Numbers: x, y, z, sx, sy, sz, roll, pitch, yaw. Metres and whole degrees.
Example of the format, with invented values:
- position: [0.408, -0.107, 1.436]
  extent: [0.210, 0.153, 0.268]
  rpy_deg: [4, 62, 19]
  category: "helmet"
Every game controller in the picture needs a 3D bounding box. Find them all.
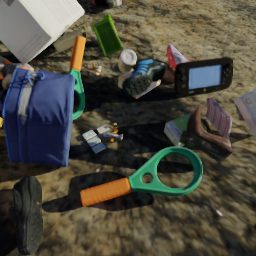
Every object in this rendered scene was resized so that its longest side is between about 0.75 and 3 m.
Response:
- position: [2.442, -1.655, 9.025]
  extent: [2.065, 1.077, 0.435]
  rpy_deg: [-10, 16, -13]
  category: "game controller"

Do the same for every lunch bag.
- position: [-2.145, -0.254, 6.629]
  extent: [1.590, 2.404, 1.633]
  rpy_deg: [5, 45, -10]
  category: "lunch bag"

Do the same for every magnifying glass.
- position: [-1.601, -1.437, 8.193]
  extent: [0.970, 2.437, 0.273]
  rpy_deg: [9, 0, -38]
  category: "magnifying glass"
- position: [0.322, 1.223, 6.492]
  extent: [2.882, 0.323, 1.147]
  rpy_deg: [-17, 61, -3]
  category: "magnifying glass"

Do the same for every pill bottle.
- position: [-0.045, -2.113, 9.071]
  extent: [0.521, 0.936, 0.521]
  rpy_deg: [1, 81, -8]
  category: "pill bottle"

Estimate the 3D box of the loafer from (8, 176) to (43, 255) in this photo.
- position: [-2.210, 1.843, 5.970]
  extent: [0.649, 0.628, 1.850]
  rpy_deg: [-19, 42, -2]
  category: "loafer"

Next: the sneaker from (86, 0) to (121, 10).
- position: [-1.644, -6.496, 13.783]
  extent: [2.518, 1.012, 1.087]
  rpy_deg: [21, 51, 20]
  category: "sneaker"

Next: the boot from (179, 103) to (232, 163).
- position: [2.099, 0.120, 7.128]
  extent: [1.291, 0.415, 1.203]
  rpy_deg: [24, 89, 11]
  category: "boot"

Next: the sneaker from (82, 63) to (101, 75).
- position: [-1.272, -2.147, 9.917]
  extent: [0.808, 0.364, 0.303]
  rpy_deg: [29, 9, 27]
  category: "sneaker"

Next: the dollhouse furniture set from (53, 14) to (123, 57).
- position: [-1.569, -3.348, 11.054]
  extent: [2.401, 1.205, 1.573]
  rpy_deg: [-22, 28, 6]
  category: "dollhouse furniture set"

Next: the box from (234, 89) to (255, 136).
- position: [3.578, -0.450, 7.681]
  extent: [0.725, 0.568, 1.166]
  rpy_deg: [-27, 88, 3]
  category: "box"

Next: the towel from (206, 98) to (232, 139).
- position: [2.494, -0.254, 7.799]
  extent: [0.163, 0.796, 1.088]
  rpy_deg: [-19, 44, -8]
  category: "towel"

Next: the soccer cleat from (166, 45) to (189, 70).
- position: [1.862, -2.370, 10.051]
  extent: [0.683, 0.595, 1.785]
  rpy_deg: [-11, 50, -6]
  category: "soccer cleat"

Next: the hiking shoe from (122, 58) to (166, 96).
- position: [0.358, -1.598, 8.707]
  extent: [0.829, 0.711, 1.912]
  rpy_deg: [33, 45, 25]
  category: "hiking shoe"

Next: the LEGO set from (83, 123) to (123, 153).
- position: [-0.651, 0.180, 7.828]
  extent: [1.032, 0.253, 0.771]
  rpy_deg: [-26, 53, -22]
  category: "LEGO set"

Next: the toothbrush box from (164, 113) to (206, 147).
- position: [1.587, 0.054, 7.808]
  extent: [0.930, 0.400, 0.677]
  rpy_deg: [-22, 55, -21]
  category: "toothbrush box"

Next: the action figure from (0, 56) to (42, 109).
- position: [-3.927, -1.575, 8.944]
  extent: [2.069, 1.119, 2.139]
  rpy_deg: [13, 51, 23]
  category: "action figure"

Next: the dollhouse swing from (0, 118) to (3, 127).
- position: [-4.795, 0.070, 7.530]
  extent: [1.856, 1.686, 1.631]
  rpy_deg: [18, 80, 11]
  category: "dollhouse swing"

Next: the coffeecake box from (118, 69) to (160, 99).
- position: [0.389, -1.586, 9.388]
  extent: [1.161, 0.424, 0.891]
  rpy_deg: [-34, 57, -30]
  category: "coffeecake box"

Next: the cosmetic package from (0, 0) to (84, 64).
- position: [-3.068, -3.724, 9.317]
  extent: [1.864, 1.865, 2.261]
  rpy_deg: [-24, 27, 40]
  category: "cosmetic package"
